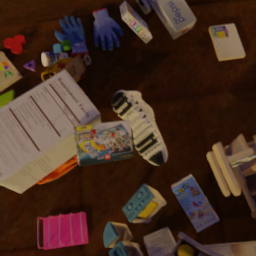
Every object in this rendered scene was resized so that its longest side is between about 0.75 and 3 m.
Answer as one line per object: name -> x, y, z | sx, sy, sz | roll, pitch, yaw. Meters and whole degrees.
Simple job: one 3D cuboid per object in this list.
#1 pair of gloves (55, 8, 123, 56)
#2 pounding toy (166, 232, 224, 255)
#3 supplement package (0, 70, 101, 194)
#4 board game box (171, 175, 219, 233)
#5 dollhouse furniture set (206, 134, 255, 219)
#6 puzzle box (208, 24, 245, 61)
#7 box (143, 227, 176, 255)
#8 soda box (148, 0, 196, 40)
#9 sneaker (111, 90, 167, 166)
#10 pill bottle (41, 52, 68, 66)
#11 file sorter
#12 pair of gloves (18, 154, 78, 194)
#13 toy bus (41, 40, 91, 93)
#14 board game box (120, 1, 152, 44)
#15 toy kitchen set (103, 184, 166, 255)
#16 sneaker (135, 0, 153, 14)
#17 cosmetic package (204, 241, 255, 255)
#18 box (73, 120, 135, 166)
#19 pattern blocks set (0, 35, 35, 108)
pair of gloves -> -1.341, -3.233, 9.533 | 2.208, 0.252, 1.775 | -17, 68, -8
pounding toy -> 1.637, 3.062, 5.337 | 2.083, 1.191, 1.195 | 25, 57, 25
supplement package -> -2.206, 0.130, 7.171 | 2.736, 1.599, 1.605 | -36, 74, -15
board game box -> 1.690, 1.897, 7.173 | 0.639, 0.627, 1.218 | -31, 82, 6
dollhouse furniture set -> 3.380, 1.005, 6.338 | 2.639, 2.873, 1.869 | -21, 74, 2
puzzle box -> 3.314, -2.895, 9.431 | 0.883, 0.169, 1.328 | -8, 69, -3
box -> 0.886, 3.073, 6.711 | 0.682, 0.581, 1.067 | -19, 48, -9
soda box -> 1.256, -4.108, 9.127 | 0.773, 0.718, 2.265 | -31, 86, -2
sneaker -> 0.507, -0.075, 8.007 | 0.966, 0.896, 2.384 | -21, 80, -51
pill bottle -> -2.321, -2.199, 8.920 | 0.769, 0.427, 0.427 | -14, 67, -33
file sorter -> -1.646, 2.575, 7.047 | 1.126, 0.706, 0.782 | -7, 69, -3
pair of gloves -> -2.501, 0.199, 8.158 | 2.531, 0.351, 2.840 | -25, 70, -9
toy bus -> -1.929, -1.711, 8.521 | 0.828, 1.602, 1.511 | -3, 78, 25
board game box -> 0.219, -3.353, 8.819 | 0.268, 1.052, 1.565 | -40, 29, 21
toy kitchen set -> 0.354, 2.581, 6.034 | 1.761, 1.295, 2.198 | -50, 47, 11
sneaker -> 0.690, -5.016, 9.869 | 1.227, 0.645, 1.698 | -33, 89, -3
cosmetic package -> 2.976, 3.403, 6.538 | 2.722, 0.968, 1.432 | -5, 65, -2
box -> -0.548, 0.336, 6.475 | 1.314, 0.248, 0.898 | -7, 90, -19
pattern blocks set -> -4.333, -1.665, 8.926 | 2.778, 0.225, 2.442 | -24, 71, -9
